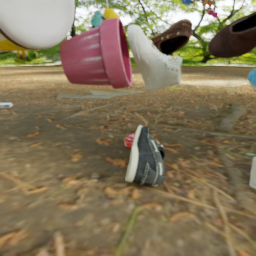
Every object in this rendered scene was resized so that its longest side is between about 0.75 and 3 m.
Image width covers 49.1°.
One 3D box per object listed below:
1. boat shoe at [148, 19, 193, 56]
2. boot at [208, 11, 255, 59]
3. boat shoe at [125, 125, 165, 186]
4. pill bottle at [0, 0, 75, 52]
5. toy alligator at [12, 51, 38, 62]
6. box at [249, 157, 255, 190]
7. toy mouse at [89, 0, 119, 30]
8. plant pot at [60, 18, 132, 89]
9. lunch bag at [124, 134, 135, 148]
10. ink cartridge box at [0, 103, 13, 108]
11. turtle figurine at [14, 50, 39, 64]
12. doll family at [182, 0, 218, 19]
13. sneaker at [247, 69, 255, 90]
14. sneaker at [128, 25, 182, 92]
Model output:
[{"bbox_3d":[1.189,-2.746,9.395,0.791,0.790,2.246,26,-32,-27],"label":"boat shoe"},{"bbox_3d":[2.694,-2.276,6.423,2.651,0.959,2.205,-13,4,42],"label":"boot"},{"bbox_3d":[0.474,0.658,7.087,0.875,0.929,2.588,10,19,0],"label":"boat shoe"},{"bbox_3d":[-2.528,-2.350,5.619,2.934,1.603,1.603,12,20,41],"label":"pill bottle"},{"bbox_3d":[-3.221,-2.213,8.676,1.313,0.316,0.435,15,13,41],"label":"toy alligator"},{"bbox_3d":[3.638,0.937,6.266,1.829,0.752,0.625,-9,19,-24],"label":"box"},{"bbox_3d":[-0.695,-2.567,8.228,0.445,2.300,2.044,11,50,13],"label":"toy mouse"},{"bbox_3d":[-0.686,-1.525,6.131,1.327,1.483,1.483,-8,15,8],"label":"plant pot"},{"bbox_3d":[0.289,0.454,8.655,0.820,0.336,0.722,12,25,37],"label":"lunch bag"},{"bbox_3d":[-6.367,-1.211,14.432,0.726,0.255,0.893,-3,21,-9],"label":"ink cartridge box"},{"bbox_3d":[-3.510,-3.208,9.609,0.702,1.757,2.179,19,-27,-4],"label":"turtle figurine"},{"bbox_3d":[2.143,-3.675,8.065,1.331,0.600,0.826,25,28,-3],"label":"doll family"},{"bbox_3d":[3.255,-0.860,5.844,1.603,0.613,0.647,14,4,1],"label":"sneaker"},{"bbox_3d":[0.760,-1.771,6.910,1.107,1.916,0.706,-6,48,23],"label":"sneaker"}]
